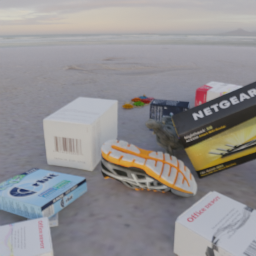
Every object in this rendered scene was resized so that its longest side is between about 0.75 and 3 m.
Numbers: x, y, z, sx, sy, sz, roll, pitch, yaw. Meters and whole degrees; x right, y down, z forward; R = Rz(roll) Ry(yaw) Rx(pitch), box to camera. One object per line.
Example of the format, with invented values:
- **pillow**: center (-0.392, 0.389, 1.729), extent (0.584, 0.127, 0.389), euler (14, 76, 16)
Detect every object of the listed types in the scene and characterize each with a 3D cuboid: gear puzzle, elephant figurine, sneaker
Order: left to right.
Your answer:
- **gear puzzle**: center (0.441, -1.363, 14.478), extent (1.176, 0.297, 2.271), euler (16, 27, 35)
- **sneaker**: center (0.483, 1.179, 7.230), extent (2.607, 1.007, 1.020), euler (22, 31, 6)
- **elephant figurine**: center (1.286, 0.299, 8.538), extent (1.392, 1.269, 1.794), euler (3, 10, 11)

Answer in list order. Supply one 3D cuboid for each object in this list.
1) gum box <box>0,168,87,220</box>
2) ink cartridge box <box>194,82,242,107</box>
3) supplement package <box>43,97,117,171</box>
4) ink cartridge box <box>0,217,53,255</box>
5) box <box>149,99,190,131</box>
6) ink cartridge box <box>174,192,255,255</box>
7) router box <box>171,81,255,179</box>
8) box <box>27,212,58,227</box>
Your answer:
- **gum box**: center (-2.158, 1.507, 6.650), extent (1.795, 0.400, 1.525), euler (5, 16, 27)
- **ink cartridge box**: center (4.768, -1.317, 13.201), extent (2.669, 1.143, 1.970), euler (19, 28, 35)
- **supplement package**: center (-1.405, 0.070, 9.156), extent (1.514, 1.519, 2.589), euler (6, 22, 14)
- **ink cartridge box**: center (-2.060, 2.227, 4.977), extent (1.354, 0.580, 1.000), euler (-5, 22, -18)
- **box**: center (1.634, -0.462, 11.073), extent (1.501, 1.114, 0.804), euler (5, 22, 15)
- **ink cartridge box**: center (1.990, 2.093, 4.997), extent (1.396, 0.805, 1.924), euler (-20, 29, -41)
- **router box**: center (2.693, 0.078, 7.030), extent (2.666, 2.096, 0.696), euler (-23, 43, 13)
- **box**: center (-1.912, 1.927, 6.302), extent (0.640, 0.169, 0.821), euler (-6, 21, -13)
